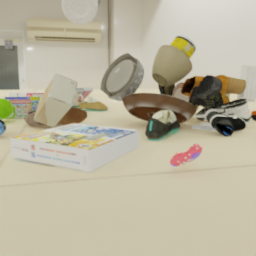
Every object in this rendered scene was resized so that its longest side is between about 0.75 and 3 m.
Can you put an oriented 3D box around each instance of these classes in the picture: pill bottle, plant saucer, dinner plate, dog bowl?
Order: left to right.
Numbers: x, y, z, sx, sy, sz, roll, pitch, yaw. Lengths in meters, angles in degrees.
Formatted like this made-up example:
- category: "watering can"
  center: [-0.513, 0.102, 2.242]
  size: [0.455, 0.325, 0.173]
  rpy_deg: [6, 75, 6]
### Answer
- category: "pill bottle"
  center: [-1.261, -3.618, 7.886]
  size: [0.939, 0.939, 1.650]
  rpy_deg: [0, 38, 1]
- category: "dog bowl"
  center: [-0.198, -1.829, 10.383]
  size: [0.554, 1.889, 1.889]
  rpy_deg: [33, -13, -38]
- category: "plant saucer"
  center: [1.061, -0.591, 9.942]
  size: [2.658, 0.426, 2.658]
  rpy_deg: [9, -12, 2]
- category: "pill bottle"
  center: [1.818, -2.674, 10.963]
  size: [0.962, 1.717, 0.962]
  rpy_deg: [35, -3, 2]
- category: "dinner plate"
  center: [2.349, -1.170, 12.133]
  size: [0.195, 1.607, 1.607]
  rpy_deg: [-5, 4, 44]

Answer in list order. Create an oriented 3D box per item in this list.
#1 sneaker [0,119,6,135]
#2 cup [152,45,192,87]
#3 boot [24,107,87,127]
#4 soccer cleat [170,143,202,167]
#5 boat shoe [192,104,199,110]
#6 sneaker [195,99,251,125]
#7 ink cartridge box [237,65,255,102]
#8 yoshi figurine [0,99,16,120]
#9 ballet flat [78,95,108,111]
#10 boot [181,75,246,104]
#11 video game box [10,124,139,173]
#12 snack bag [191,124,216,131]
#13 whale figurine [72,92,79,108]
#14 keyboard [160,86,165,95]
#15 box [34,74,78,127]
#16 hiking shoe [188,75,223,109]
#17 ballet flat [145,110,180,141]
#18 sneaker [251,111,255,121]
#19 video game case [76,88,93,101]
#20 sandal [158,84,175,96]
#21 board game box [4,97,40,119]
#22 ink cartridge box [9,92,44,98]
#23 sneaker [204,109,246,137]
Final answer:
- category: "sneaker"
  center: [-4.473, -0.171, 8.681]
  size: [2.201, 0.780, 0.912]
  rpy_deg: [4, 17, 36]
- category: "cup"
  center: [1.561, -2.275, 10.992]
  size: [1.557, 1.113, 1.557]
  rpy_deg: [33, -13, 9]
- category: "boot"
  center: [-2.790, -0.437, 10.519]
  size: [2.062, 0.724, 1.507]
  rpy_deg: [-7, 10, -40]
- category: "soccer cleat"
  center: [1.077, 0.552, 5.144]
  size: [0.789, 0.302, 0.263]
  rpy_deg: [-28, 38, -31]
- category: "boat shoe"
  center: [2.765, -0.905, 12.091]
  size: [1.257, 0.395, 0.458]
  rpy_deg: [-30, 71, -39]
- category: "sneaker"
  center: [3.486, -0.417, 10.437]
  size: [0.843, 0.915, 2.288]
  rpy_deg: [-41, 19, -28]
- category: "ink cartridge box"
  center: [5.181, -1.765, 11.327]
  size: [1.296, 1.471, 0.329]
  rpy_deg: [9, -12, 20]
- category: "yoshi figurine"
  center: [-5.516, -0.706, 10.576]
  size: [2.564, 1.441, 1.436]
  rpy_deg: [-4, 26, -36]
- category: "ballet flat"
  center: [-2.400, -1.379, 15.441]
  size: [2.691, 0.848, 0.923]
  rpy_deg: [3, 10, 14]
- category: "boot"
  center: [3.225, -1.393, 11.613]
  size: [2.156, 1.060, 3.012]
  rpy_deg: [5, -17, -2]
- category: "video game box"
  center: [-1.118, 0.347, 6.519]
  size: [2.059, 0.529, 2.260]
  rpy_deg: [3, 10, 26]
- category: "snack bag"
  center: [2.866, -0.049, 9.988]
  size: [0.897, 0.102, 0.951]
  rpy_deg: [7, 12, 39]
- category: "whale figurine"
  center: [-3.230, -0.982, 13.064]
  size: [1.957, 1.276, 2.460]
  rpy_deg: [4, 34, 2]
- category: "keyboard"
  center: [1.288, -1.010, 11.107]
  size: [0.234, 1.094, 1.822]
  rpy_deg: [13, 26, 5]
- category: "box"
  center: [-2.306, -0.808, 8.808]
  size: [0.735, 0.897, 1.890]
  rpy_deg: [20, -30, -24]
- category: "hiking shoe"
  center: [2.629, -1.061, 8.764]
  size: [0.981, 0.738, 1.949]
  rpy_deg: [20, -6, -3]
- category: "ballet flat"
  center: [1.146, -0.154, 8.683]
  size: [0.744, 0.749, 2.189]
  rpy_deg: [1, 9, 23]
- category: "sneaker"
  center: [5.583, -0.426, 11.495]
  size: [0.512, 0.422, 1.114]
  rpy_deg: [2, 14, -34]
- category: "video game case"
  center: [-3.563, -1.746, 16.430]
  size: [2.661, 0.232, 1.902]
  rpy_deg: [-10, -20, -45]
- category: "sandal"
  center: [1.630, -1.706, 12.365]
  size: [0.747, 2.767, 1.111]
  rpy_deg: [9, -20, 13]
- category: "board game box"
  center: [-4.591, -0.878, 12.219]
  size: [1.440, 0.969, 0.210]
  rpy_deg: [-2, 10, -7]
- category: "ink cartridge box"
  center: [-5.846, -1.694, 16.947]
  size: [2.267, 0.938, 1.661]
  rpy_deg: [7, 12, 33]
- category: "sneaker"
  center: [3.186, -0.003, 8.785]
  size: [1.591, 0.581, 0.890]
  rpy_deg: [14, 32, -22]
